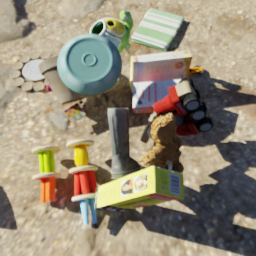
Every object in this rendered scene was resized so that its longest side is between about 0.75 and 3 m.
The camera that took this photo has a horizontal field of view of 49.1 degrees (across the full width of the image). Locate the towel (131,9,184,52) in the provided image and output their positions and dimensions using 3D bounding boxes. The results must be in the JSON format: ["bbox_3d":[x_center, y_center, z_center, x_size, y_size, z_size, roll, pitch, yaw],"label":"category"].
[{"bbox_3d":[1.515,-5.055,14.298,1.999,0.307,2.620,21,60,12],"label":"towel"}]

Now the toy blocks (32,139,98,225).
[{"bbox_3d":[-2.110,1.936,9.530,2.302,1.003,2.762,-11,73,7],"label":"toy blocks"}]

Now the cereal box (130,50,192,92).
[{"bbox_3d":[1.301,-2.320,11.645,2.426,1.745,0.479,-6,57,-6],"label":"cereal box"}]

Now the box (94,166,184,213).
[{"bbox_3d":[0.205,1.855,8.050,1.092,2.901,0.727,19,58,-32],"label":"box"}]

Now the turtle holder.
[{"bbox_3d":[-0.651,-3.782,11.434,1.960,1.392,1.489,-2,79,36],"label":"turtle holder"}]

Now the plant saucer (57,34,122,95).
[{"bbox_3d":[-1.353,-2.317,9.820,2.313,0.416,2.313,1,80,-3],"label":"plant saucer"}]

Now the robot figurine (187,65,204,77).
[{"bbox_3d":[3.052,-2.596,12.808,0.787,0.229,0.570,-10,59,-5],"label":"robot figurine"}]

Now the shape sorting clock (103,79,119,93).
[{"bbox_3d":[-1.121,-2.138,12.486,1.462,0.287,1.462,-2,62,3],"label":"shape sorting clock"}]

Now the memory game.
[{"bbox_3d":[-4.180,-2.611,12.860,2.472,0.157,2.472,0,59,0],"label":"memory game"}]

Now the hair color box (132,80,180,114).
[{"bbox_3d":[1.214,-1.237,11.143,2.032,0.649,1.127,-2,70,9],"label":"hair color box"}]

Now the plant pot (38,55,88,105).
[{"bbox_3d":[-2.363,-1.897,11.145,1.952,1.952,1.693,-17,93,-10],"label":"plant pot"}]

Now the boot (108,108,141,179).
[{"bbox_3d":[-0.151,0.430,8.930,0.773,1.937,2.130,-10,87,11],"label":"boot"}]

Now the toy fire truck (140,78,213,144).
[{"bbox_3d":[1.540,-0.271,9.566,2.243,1.974,1.443,-24,47,20],"label":"toy fire truck"}]

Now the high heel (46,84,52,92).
[{"bbox_3d":[-2.666,-2.081,12.266,0.904,0.635,1.885,23,48,26],"label":"high heel"}]

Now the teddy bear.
[{"bbox_3d":[1.104,0.779,8.937,1.832,2.527,0.844,-42,37,-18],"label":"teddy bear"}]

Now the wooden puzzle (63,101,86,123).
[{"bbox_3d":[-2.094,-0.589,11.026,1.068,0.075,0.634,-33,74,-13],"label":"wooden puzzle"}]
